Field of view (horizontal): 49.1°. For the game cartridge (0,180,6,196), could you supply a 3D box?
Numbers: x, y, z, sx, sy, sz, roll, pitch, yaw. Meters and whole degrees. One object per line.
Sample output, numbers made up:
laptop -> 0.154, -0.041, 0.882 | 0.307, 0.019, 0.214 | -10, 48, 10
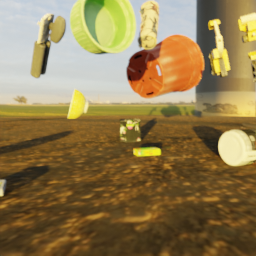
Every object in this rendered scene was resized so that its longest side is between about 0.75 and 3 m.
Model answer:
game cartridge -> -2.959, 1.295, 5.977 | 0.598, 0.182, 0.897 | -6, 6, -20

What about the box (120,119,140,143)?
box -> 0.102, 0.117, 14.096 | 0.845, 1.138, 0.707 | -3, 6, -31

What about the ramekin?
ramekin -> -0.558, -2.228, 5.949 | 1.381, 1.381, 0.675 | -4, 4, -40

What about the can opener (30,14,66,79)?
can opener -> -2.288, -2.194, 7.744 | 0.670, 2.016, 0.531 | 35, 41, 3

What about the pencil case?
pencil case -> 0.530, -2.735, 7.494 | 0.507, 1.303, 0.583 | 24, -30, -35

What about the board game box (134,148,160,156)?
board game box -> 0.697, 0.890, 10.451 | 0.891, 0.212, 0.453 | -2, 5, -18

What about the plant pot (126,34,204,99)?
plant pot -> 1.194, -2.094, 10.021 | 2.201, 2.201, 2.140 | 4, 22, 43

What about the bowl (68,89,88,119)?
bowl -> -1.233, -0.560, 7.022 | 0.405, 0.752, 0.752 | 13, 2, -15

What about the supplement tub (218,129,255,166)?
supplement tub -> 3.862, 0.582, 8.831 | 1.808, 1.108, 1.108 | -2, 5, -27

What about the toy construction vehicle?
toy construction vehicle -> 2.972, -2.038, 7.381 | 1.567, 1.799, 0.634 | -9, 7, 9
